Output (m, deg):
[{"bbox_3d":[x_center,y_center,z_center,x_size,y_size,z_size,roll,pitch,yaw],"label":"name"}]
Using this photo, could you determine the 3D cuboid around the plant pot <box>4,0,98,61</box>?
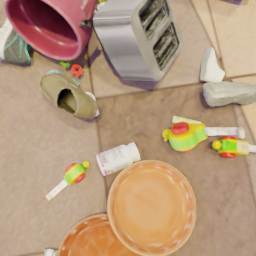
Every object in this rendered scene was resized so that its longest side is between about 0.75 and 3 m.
[{"bbox_3d":[-1.937,-3.529,8.087,2.365,2.365,2.116,23,67,4],"label":"plant pot"}]

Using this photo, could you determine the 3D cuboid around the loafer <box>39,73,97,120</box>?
[{"bbox_3d":[-1.850,-0.999,8.119,2.220,0.749,0.844,31,105,24],"label":"loafer"}]

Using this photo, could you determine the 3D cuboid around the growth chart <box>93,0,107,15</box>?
[{"bbox_3d":[-0.630,-4.303,9.566,1.918,0.235,2.650,-33,83,-6],"label":"growth chart"}]

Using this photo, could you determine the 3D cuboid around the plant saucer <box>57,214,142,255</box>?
[{"bbox_3d":[-0.662,3.817,7.921,2.678,0.432,2.678,0,78,0],"label":"plant saucer"}]

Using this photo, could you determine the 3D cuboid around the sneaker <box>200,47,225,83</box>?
[{"bbox_3d":[2.783,-1.967,9.101,0.720,0.459,1.246,20,70,-15],"label":"sneaker"}]

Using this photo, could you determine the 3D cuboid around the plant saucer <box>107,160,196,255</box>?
[{"bbox_3d":[0.655,2.220,7.927,2.591,0.485,2.591,4,71,-13],"label":"plant saucer"}]

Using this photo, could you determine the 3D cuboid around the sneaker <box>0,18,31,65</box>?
[{"bbox_3d":[-3.322,-3.260,9.155,1.247,1.061,2.734,21,82,-12],"label":"sneaker"}]

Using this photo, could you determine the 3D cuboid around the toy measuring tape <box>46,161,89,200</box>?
[{"bbox_3d":[-1.810,1.545,8.296,1.638,0.603,0.603,-40,81,-7],"label":"toy measuring tape"}]

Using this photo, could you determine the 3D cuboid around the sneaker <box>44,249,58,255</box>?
[{"bbox_3d":[-2.294,3.983,7.949,0.419,0.398,1.041,9,73,12],"label":"sneaker"}]

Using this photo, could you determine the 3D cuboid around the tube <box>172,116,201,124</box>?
[{"bbox_3d":[1.851,-0.157,8.788,0.925,0.240,0.268,13,85,3],"label":"tube"}]

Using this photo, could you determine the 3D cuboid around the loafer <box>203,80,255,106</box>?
[{"bbox_3d":[3.340,-1.156,8.639,2.172,0.759,0.758,-3,61,-18],"label":"loafer"}]

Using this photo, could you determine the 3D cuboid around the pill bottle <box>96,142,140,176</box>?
[{"bbox_3d":[-0.281,0.906,8.357,1.198,0.679,0.679,-21,80,-4],"label":"pill bottle"}]

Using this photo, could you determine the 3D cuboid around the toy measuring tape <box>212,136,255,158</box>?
[{"bbox_3d":[3.377,0.626,8.538,1.943,0.715,0.715,8,78,-17],"label":"toy measuring tape"}]

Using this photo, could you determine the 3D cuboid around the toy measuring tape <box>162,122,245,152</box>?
[{"bbox_3d":[1.953,0.285,7.904,2.425,0.892,0.892,2,76,41],"label":"toy measuring tape"}]

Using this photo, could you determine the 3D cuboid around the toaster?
[{"bbox_3d":[0.304,-2.712,7.898,1.477,2.250,2.488,13,57,39],"label":"toaster"}]

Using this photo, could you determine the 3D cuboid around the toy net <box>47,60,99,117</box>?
[{"bbox_3d":[-1.639,-1.225,8.925,1.164,0.428,2.219,-44,83,-9],"label":"toy net"}]
